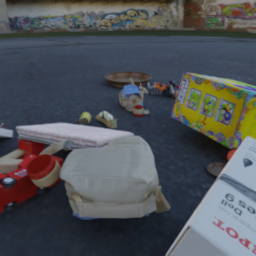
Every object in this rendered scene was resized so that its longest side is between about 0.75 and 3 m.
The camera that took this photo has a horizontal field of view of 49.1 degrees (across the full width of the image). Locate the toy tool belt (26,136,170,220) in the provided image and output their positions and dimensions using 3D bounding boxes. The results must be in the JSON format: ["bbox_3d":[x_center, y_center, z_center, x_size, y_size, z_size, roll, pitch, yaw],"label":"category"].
[{"bbox_3d":[-0.660,1.396,6.389,2.992,1.839,1.868,-5,40,19],"label":"toy tool belt"}]

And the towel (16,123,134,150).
[{"bbox_3d":[-1.600,0.266,9.116,2.888,0.466,2.759,9,7,21],"label":"towel"}]

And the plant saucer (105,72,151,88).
[{"bbox_3d":[0.005,-2.980,17.444,2.884,0.527,2.884,-1,24,0],"label":"plant saucer"}]

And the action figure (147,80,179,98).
[{"bbox_3d":[2.140,-2.021,15.200,1.836,0.993,1.898,18,2,22],"label":"action figure"}]

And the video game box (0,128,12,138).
[{"bbox_3d":[-4.917,0.142,9.817,1.183,0.304,1.299,0,-6,3],"label":"video game box"}]

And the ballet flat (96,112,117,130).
[{"bbox_3d":[-0.878,-0.401,11.522,0.532,0.492,1.508,-9,25,-33],"label":"ballet flat"}]

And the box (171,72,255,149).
[{"bbox_3d":[3.597,-0.649,9.745,2.871,1.751,2.765,0,21,-34],"label":"box"}]

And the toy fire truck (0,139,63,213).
[{"bbox_3d":[-2.894,1.064,7.438,2.030,0.702,2.878,14,19,26],"label":"toy fire truck"}]

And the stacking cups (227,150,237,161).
[{"bbox_3d":[3.587,0.964,7.642,0.670,0.670,2.215,-6,8,-13],"label":"stacking cups"}]

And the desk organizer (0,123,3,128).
[{"bbox_3d":[-4.968,0.271,7.395,2.983,1.148,1.070,-21,29,21],"label":"desk organizer"}]

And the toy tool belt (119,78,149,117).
[{"bbox_3d":[0.270,-1.475,12.985,1.318,1.297,2.110,-5,24,-11],"label":"toy tool belt"}]

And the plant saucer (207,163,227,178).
[{"bbox_3d":[2.729,1.268,8.143,0.836,0.134,0.836,0,24,0],"label":"plant saucer"}]

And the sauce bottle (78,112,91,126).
[{"bbox_3d":[-1.774,-0.262,11.317,0.414,0.414,1.280,0,23,0],"label":"sauce bottle"}]

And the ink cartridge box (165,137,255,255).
[{"bbox_3d":[2.116,1.637,4.179,2.169,1.249,2.972,34,35,20],"label":"ink cartridge box"}]
